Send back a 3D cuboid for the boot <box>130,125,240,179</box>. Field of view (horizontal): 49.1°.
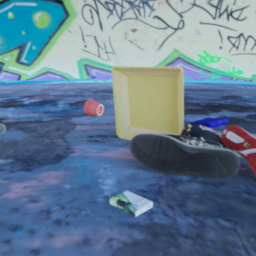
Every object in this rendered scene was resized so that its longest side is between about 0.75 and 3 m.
[{"bbox_3d":[1.689,0.547,8.523,2.973,1.088,2.238,7,16,11],"label":"boot"}]

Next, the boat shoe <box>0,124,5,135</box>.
[{"bbox_3d":[-6.055,0.070,11.663,1.706,0.629,0.547,-7,9,-42],"label":"boat shoe"}]

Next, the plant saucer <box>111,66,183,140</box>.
[{"bbox_3d":[0.824,-0.870,10.448,2.892,2.893,0.701,8,22,31],"label":"plant saucer"}]

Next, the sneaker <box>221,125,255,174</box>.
[{"bbox_3d":[3.848,0.805,7.871,1.369,0.929,2.371,20,24,-38],"label":"sneaker"}]

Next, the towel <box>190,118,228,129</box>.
[{"bbox_3d":[3.814,-0.185,13.254,1.581,0.392,1.168,-12,12,-41],"label":"towel"}]

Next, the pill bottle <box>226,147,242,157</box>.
[{"bbox_3d":[3.491,0.695,9.288,0.453,0.453,0.801,-10,16,-36],"label":"pill bottle"}]

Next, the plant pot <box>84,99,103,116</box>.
[{"bbox_3d":[-1.936,-1.110,16.102,0.831,0.939,0.939,18,20,25],"label":"plant pot"}]

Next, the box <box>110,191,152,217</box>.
[{"bbox_3d":[0.059,1.629,6.079,0.777,0.141,0.561,11,17,42],"label":"box"}]
